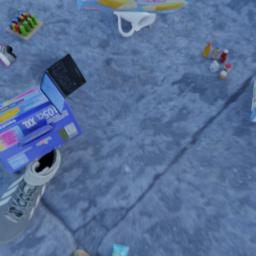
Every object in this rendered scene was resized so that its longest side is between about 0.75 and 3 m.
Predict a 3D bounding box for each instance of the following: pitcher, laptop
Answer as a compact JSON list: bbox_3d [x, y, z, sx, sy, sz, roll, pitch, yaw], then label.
[{"bbox_3d":[-0.040,-4.354,10.499,1.456,1.029,1.697,-37,80,-6],"label":"pitcher"},{"bbox_3d":[-1.150,-0.784,5.090,0.816,0.723,0.421,-39,47,-9],"label":"laptop"}]

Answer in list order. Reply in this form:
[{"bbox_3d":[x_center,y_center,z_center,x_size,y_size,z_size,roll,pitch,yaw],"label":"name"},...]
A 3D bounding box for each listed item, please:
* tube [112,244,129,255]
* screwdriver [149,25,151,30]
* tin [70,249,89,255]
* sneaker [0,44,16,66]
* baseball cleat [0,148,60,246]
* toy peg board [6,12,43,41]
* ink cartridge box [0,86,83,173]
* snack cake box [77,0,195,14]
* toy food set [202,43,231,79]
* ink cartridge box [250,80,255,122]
[{"bbox_3d":[-0.288,3.521,7.054,0.408,0.265,1.053,18,60,-6],"label":"tube"},{"bbox_3d":[0.745,-4.362,10.883,0.188,0.196,1.345,-10,64,-4],"label":"screwdriver"},{"bbox_3d":[-1.112,3.462,7.112,0.839,0.176,0.470,35,73,16],"label":"tin"},{"bbox_3d":[-4.430,-2.773,9.965,0.566,0.478,1.295,-36,73,-17],"label":"sneaker"},{"bbox_3d":[-2.690,1.634,7.227,0.989,1.510,2.837,27,68,-8],"label":"baseball cleat"},{"bbox_3d":[-3.956,-3.946,10.511,0.999,0.491,1.004,29,67,13],"label":"toy peg board"},{"bbox_3d":[-2.518,-0.100,7.430,2.024,1.132,2.967,-30,29,-13],"label":"ink cartridge box"},{"bbox_3d":[0.228,-3.800,7.451,2.967,1.706,0.997,-6,100,-20],"label":"snack cake box"},{"bbox_3d":[3.152,-2.372,9.696,0.615,0.580,1.289,-20,66,-9],"label":"toy food set"},{"bbox_3d":[4.668,-1.018,8.706,1.174,1.180,1.608,15,64,7],"label":"ink cartridge box"}]
